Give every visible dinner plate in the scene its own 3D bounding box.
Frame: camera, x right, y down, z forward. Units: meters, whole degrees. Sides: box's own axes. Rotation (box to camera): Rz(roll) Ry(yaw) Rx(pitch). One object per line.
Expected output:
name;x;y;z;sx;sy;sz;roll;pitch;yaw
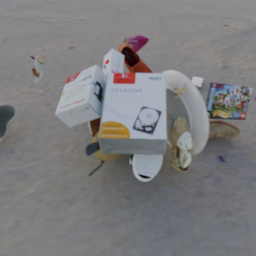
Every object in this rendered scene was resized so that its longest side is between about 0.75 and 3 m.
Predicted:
dinner plate;1.509;-0.409;9.247;0.355;2.928;2.928;-20;41;-24

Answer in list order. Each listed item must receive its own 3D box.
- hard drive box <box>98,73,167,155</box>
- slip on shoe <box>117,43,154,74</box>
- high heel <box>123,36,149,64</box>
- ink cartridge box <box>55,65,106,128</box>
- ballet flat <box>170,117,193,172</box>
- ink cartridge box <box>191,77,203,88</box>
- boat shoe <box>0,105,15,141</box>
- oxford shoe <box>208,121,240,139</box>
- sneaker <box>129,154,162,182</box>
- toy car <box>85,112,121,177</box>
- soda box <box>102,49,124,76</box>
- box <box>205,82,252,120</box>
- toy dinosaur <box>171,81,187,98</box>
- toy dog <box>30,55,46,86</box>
hard drive box;0.180;-0.442;8.081;1.800;0.887;2.310;1;57;4
slip on shoe;0.338;-2.296;10.556;0.751;2.026;0.620;-37;15;8
high heel;0.170;-3.734;13.735;1.122;2.339;0.788;-6;70;-16
ink cartridge box;-1.374;-0.952;8.484;1.217;0.691;1.669;-16;46;25
ballet flat;1.655;0.570;8.393;0.718;2.036;0.665;-29;45;-19
ink cartridge box;3.464;-2.248;14.183;0.519;0.240;0.953;11;39;14
boat shoe;-4.863;-0.159;10.759;0.699;0.608;1.896;19;41;-24
oxford shoe;3.076;0.196;10.632;2.173;0.765;0.812;8;53;16
sneaker;0.478;1.095;8.765;0.848;1.541;2.105;15;46;-3
toy car;-0.817;0.431;9.221;1.858;1.935;2.355;13;43;20
soda box;-0.540;-1.900;9.663;0.559;0.523;1.641;24;54;-30
box;3.702;-0.954;10.342;1.863;1.272;0.351;0;14;-29
toy dinosaur;1.508;-1.063;8.134;0.382;0.220;0.756;-1;47;51
toy dog;-3.472;-2.258;10.577;0.566;0.775;1.175;11;68;-18
